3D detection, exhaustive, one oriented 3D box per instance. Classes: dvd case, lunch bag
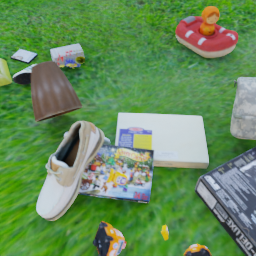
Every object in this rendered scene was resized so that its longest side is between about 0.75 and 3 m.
[{"bbox_3d":[-3.888,-2.689,10.501,0.822,0.072,0.587,18,52,14],"label":"dvd case"},{"bbox_3d":[3.608,-0.537,7.150,1.814,1.521,1.264,5,17,20],"label":"lunch bag"}]

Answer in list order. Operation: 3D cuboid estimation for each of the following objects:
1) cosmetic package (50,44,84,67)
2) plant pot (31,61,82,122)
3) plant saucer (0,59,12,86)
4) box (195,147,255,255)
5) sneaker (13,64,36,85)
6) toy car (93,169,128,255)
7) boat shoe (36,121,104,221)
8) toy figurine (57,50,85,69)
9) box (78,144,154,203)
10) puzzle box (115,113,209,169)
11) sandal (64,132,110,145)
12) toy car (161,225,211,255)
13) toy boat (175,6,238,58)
[{"bbox_3d":[-2.207,-2.637,10.204,1.109,0.500,0.592,-14,52,-15],"label":"cosmetic package"},{"bbox_3d":[-2.175,-1.071,7.912,1.363,1.363,1.458,-20,94,-16],"label":"plant pot"},{"bbox_3d":[-4.880,-1.896,9.667,1.396,0.335,1.398,-20,53,-16],"label":"plant saucer"},{"bbox_3d":[3.344,1.869,6.251,2.327,0.734,2.950,-24,54,-19],"label":"box"},{"bbox_3d":[-3.359,-1.885,9.675,1.259,0.443,0.589,-27,35,-16],"label":"sneaker"},{"bbox_3d":[-0.205,1.866,5.965,0.610,0.899,1.833,18,81,-22],"label":"toy car"},{"bbox_3d":[-1.478,0.921,6.438,0.903,0.827,2.417,20,78,30],"label":"boat shoe"},{"bbox_3d":[-1.911,-2.365,9.880,1.029,0.617,0.543,-7,82,13],"label":"toy figurine"},{"bbox_3d":[-0.340,1.087,6.929,1.862,0.351,1.271,6,69,5],"label":"box"},{"bbox_3d":[0.888,0.307,7.836,2.492,0.317,1.658,3,51,3],"label":"puzzle box"},{"bbox_3d":[-1.125,0.218,7.732,1.303,0.530,0.320,7,62,5],"label":"sandal"},{"bbox_3d":[1.090,2.090,5.182,1.006,0.493,0.335,49,19,-6],"label":"toy car"},{"bbox_3d":[2.966,-3.712,10.386,1.545,1.548,2.368,-33,57,-24],"label":"toy boat"}]
